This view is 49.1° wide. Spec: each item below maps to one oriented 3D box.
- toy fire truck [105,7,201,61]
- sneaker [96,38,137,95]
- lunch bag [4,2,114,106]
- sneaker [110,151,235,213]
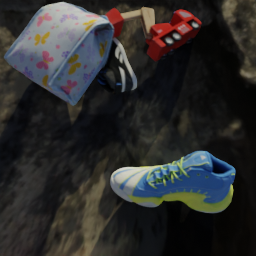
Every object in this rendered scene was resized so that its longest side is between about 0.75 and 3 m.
[{"bbox_3d":[0.663,-2.785,7.771,2.497,0.609,1.761,-37,77,-27],"label":"toy fire truck"},{"bbox_3d":[-0.528,-1.727,7.611,0.972,0.635,1.737,-21,75,-27],"label":"sneaker"},{"bbox_3d":[-1.609,-2.023,7.190,1.916,1.437,2.260,30,85,25],"label":"lunch bag"},{"bbox_3d":[1.082,1.027,6.414,2.866,1.505,1.085,8,34,-6],"label":"sneaker"}]
